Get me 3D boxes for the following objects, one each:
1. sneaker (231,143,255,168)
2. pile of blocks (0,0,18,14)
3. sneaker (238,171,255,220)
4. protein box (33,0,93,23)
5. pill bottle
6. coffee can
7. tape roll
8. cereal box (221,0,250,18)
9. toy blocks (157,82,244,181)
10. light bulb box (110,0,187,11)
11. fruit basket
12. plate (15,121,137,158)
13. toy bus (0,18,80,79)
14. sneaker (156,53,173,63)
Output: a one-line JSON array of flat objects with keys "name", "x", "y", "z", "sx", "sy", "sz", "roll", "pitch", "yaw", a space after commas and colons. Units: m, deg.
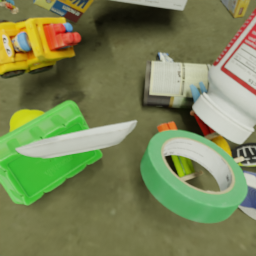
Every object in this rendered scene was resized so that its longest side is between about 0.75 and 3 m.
[{"name": "sneaker", "x": 3.535, "y": 0.833, "z": 7.049, "sx": 1.933, "sy": 0.782, "sz": 0.714, "roll": -4, "pitch": 43, "yaw": 20}, {"name": "pile of blocks", "x": -2.719, "y": -2.806, "z": 6.217, "sx": 0.234, "sy": 0.754, "sz": 0.310, "roll": 40, "pitch": 101, "yaw": 33}, {"name": "sneaker", "x": 4.001, "y": 1.496, "z": 6.461, "sx": 2.829, "sy": 1.143, "sz": 1.634, "roll": 17, "pitch": 46, "yaw": 16}, {"name": "protein box", "x": -1.454, "y": -3.993, "z": 6.849, "sx": 1.200, "sy": 1.766, "sz": 1.779, "roll": 11, "pitch": 54, "yaw": -42}, {"name": "pill bottle", "x": 2.564, "y": -1.158, "z": 5.162, "sx": 1.623, "sy": 2.892, "sz": 1.623, "roll": 30, "pitch": 22, "yaw": -14}, {"name": "coffee can", "x": 1.367, "y": -1.220, "z": 8.053, "sx": 1.784, "sy": 1.306, "sz": 1.306, "roll": 4, "pitch": 56, "yaw": 3}, {"name": "tape roll", "x": 1.122, "y": 0.756, "z": 4.852, "sx": 1.796, "sy": 0.432, "sz": 1.796, "roll": 15, "pitch": 33, "yaw": -10}, {"name": "cereal box", "x": 4.051, "y": -5.739, "z": 10.891, "sx": 0.474, "sy": 1.727, "sz": 2.401, "roll": -11, "pitch": 57, "yaw": -8}, {"name": "toy blocks", "x": 1.573, "y": 0.070, "z": 6.977, "sx": 1.833, "sy": 0.798, "sz": 2.199, "roll": -19, "pitch": 77, "yaw": 1}, {"name": "light bulb box", "x": 0.630, "y": -5.370, "z": 8.105, "sx": 2.948, "sy": 2.974, "sz": 1.856, "roll": -3, "pitch": 50, "yaw": -23}, {"name": "fruit basket", "x": -2.151, "y": 0.451, "z": 6.984, "sx": 2.658, "sy": 1.917, "sz": 2.658, "roll": -24, "pitch": 17, "yaw": 8}, {"name": "plate", "x": -0.539, "y": 0.147, "z": 3.560, "sx": 1.273, "sy": 1.276, "sz": 0.206, "roll": -10, "pitch": 93, "yaw": 7}, {"name": "toy bus", "x": -2.085, "y": -1.928, "z": 6.370, "sx": 1.805, "sy": 1.276, "sz": 1.880, "roll": -3, "pitch": 16, "yaw": 34}, {"name": "sneaker", "x": 1.301, "y": -2.098, "z": 9.215, "sx": 0.471, "sy": 0.426, "sz": 1.107, "roll": -9, "pitch": 57, "yaw": -11}]
